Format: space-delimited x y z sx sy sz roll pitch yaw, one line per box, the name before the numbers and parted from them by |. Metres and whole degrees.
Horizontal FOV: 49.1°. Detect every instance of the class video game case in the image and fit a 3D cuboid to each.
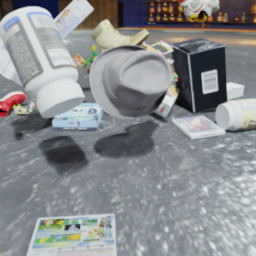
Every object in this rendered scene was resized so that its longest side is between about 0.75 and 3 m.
video game case | -1.042 2.232 5.301 1.614 0.178 1.471 -3 24 -3
video game case | 2.552 -0.044 10.324 1.366 0.172 1.499 -7 25 -17

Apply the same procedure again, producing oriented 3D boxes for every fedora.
fedora | 0.224 -1.190 6.696 2.099 1.856 0.948 -6 -2 -25

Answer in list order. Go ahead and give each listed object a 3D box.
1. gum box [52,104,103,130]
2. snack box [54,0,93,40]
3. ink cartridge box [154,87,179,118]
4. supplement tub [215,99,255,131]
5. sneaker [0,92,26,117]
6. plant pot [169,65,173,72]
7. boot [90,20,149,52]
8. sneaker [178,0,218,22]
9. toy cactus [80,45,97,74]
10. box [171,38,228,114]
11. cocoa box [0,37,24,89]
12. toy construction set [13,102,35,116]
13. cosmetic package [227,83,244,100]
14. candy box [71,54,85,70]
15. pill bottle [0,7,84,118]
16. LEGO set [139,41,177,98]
gum box | -1.894 -0.471 10.948 1.624 0.426 1.912 1 24 2
snack box | -2.421 -4.329 11.307 2.109 0.758 0.256 -43 15 3
ink cartridge box | 0.681 -1.708 12.242 2.895 0.726 2.348 25 29 7
supplement tub | 4.067 -0.465 10.135 1.491 1.081 1.081 -7 25 -13
sneaker | -5.007 -0.899 11.834 1.754 0.687 1.013 -30 45 -28
plant pot | 0.794 -1.453 8.519 1.105 1.186 1.105 39 0 0
boot | -0.307 -3.108 9.423 1.751 1.361 0.637 -31 -1 20
sneaker | 2.519 -4.141 9.843 0.868 0.916 2.230 -10 9 46
toy cactus | -1.033 -1.995 8.158 0.434 0.850 0.701 22 -3 -44
box | 3.062 -2.384 12.308 1.602 2.586 2.542 -14 26 -3
cocoa box | -3.219 -1.990 9.058 1.400 1.423 2.134 28 -3 23
toy construction set | -4.334 -0.767 11.682 0.933 0.430 0.612 -13 25 -3
cosmetic package | 4.821 -1.759 13.635 1.560 0.578 0.793 -18 30 -32
candy box | -2.142 -2.460 10.975 0.860 0.243 0.502 -41 56 -3
pill bottle | -1.770 -1.324 5.897 1.159 2.038 1.159 -25 -4 -2
LEGO set | 1.246 -2.261 9.856 0.877 1.084 2.357 -29 75 -27
